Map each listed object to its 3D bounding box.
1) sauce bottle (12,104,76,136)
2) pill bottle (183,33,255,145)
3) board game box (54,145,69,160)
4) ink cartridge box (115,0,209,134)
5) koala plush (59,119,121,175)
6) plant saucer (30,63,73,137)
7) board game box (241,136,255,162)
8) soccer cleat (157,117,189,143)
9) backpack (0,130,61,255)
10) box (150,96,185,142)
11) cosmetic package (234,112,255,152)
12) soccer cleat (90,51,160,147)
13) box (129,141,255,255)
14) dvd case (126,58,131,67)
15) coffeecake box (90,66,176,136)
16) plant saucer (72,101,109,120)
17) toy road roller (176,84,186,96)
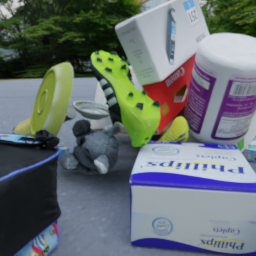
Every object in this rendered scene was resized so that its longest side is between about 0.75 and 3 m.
[{"bbox_3d":[-2.533,-0.098,8.385,2.363,0.765,0.765,-21,0,34],"label":"sauce bottle"},{"bbox_3d":[2.164,-0.578,6.560,1.583,2.820,1.583,2,41,-2],"label":"pill bottle"},{"bbox_3d":[-2.989,0.765,9.094,1.766,0.323,1.336,11,18,40],"label":"board game box"},{"bbox_3d":[1.198,-1.671,6.748,0.648,2.553,2.897,-6,26,42],"label":"ink cartridge box"},{"bbox_3d":[-0.729,0.521,7.125,1.515,1.462,1.649,24,-21,-17],"label":"koala plush"},{"bbox_3d":[-1.969,-0.595,6.901,0.345,2.222,2.222,16,5,-30],"label":"plant saucer"},{"bbox_3d":[3.972,0.586,9.438,2.359,0.432,1.784,7,19,30],"label":"board game box"},{"bbox_3d":[0.962,0.374,6.840,0.680,1.627,0.526,-11,56,-27],"label":"soccer cleat"},{"bbox_3d":[-2.850,1.104,4.166,2.998,2.017,2.737,6,15,20],"label":"backpack"},{"bbox_3d":[1.571,-0.097,9.477,1.491,1.816,1.507,-1,15,-2],"label":"box"},{"bbox_3d":[3.260,-0.154,8.791,1.080,1.370,2.545,4,21,40],"label":"cosmetic package"},{"bbox_3d":[-0.244,-0.772,6.399,0.967,1.160,2.863,-6,44,-28],"label":"soccer cleat"},{"bbox_3d":[1.235,1.175,5.501,2.157,1.230,2.345,2,15,8],"label":"box"},{"bbox_3d":[0.371,-2.162,10.262,0.982,0.108,0.717,17,-27,-4],"label":"dvd case"},{"bbox_3d":[0.122,-0.739,7.779,2.322,1.782,0.848,-3,-17,42],"label":"coffeecake box"},{"bbox_3d":[-0.923,-0.420,7.224,1.064,0.267,1.064,13,18,-4],"label":"plant saucer"},{"bbox_3d":[2.207,-1.567,10.153,1.420,1.687,2.311,42,17,2],"label":"toy road roller"}]
